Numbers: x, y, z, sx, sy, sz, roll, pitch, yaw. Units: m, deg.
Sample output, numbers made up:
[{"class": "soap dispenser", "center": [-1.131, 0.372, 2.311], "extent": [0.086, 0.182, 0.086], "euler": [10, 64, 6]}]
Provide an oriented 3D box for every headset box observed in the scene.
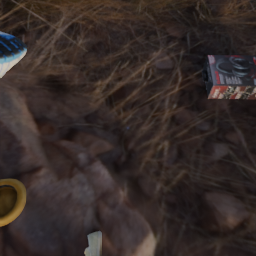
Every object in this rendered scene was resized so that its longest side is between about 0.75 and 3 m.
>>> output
[{"class": "headset box", "center": [3.446, -1.726, 9.507], "extent": [1.880, 0.726, 1.399], "euler": [2, 59, -1]}]

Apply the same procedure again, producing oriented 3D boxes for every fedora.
[{"class": "fedora", "center": [-3.228, 1.989, 7.351], "extent": [1.294, 0.528, 1.294], "euler": [0, 53, 0]}]

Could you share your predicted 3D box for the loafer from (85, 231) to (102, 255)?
[{"class": "loafer", "center": [-0.855, 3.093, 6.758], "extent": [0.393, 0.436, 1.151], "euler": [1, 49, 2]}]

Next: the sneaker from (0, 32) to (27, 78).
[{"class": "sneaker", "center": [-2.863, -1.008, 5.253], "extent": [0.875, 1.012, 2.334], "euler": [32, 48, 9]}]
